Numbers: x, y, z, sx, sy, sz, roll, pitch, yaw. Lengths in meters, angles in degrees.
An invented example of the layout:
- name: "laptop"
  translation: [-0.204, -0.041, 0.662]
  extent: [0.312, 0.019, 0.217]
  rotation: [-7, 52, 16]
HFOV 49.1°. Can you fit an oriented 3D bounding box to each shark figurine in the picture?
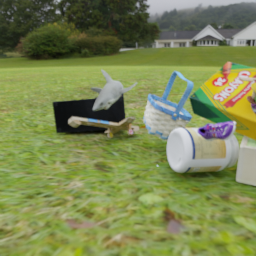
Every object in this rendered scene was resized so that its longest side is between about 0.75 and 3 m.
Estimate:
- name: "shark figurine"
  translation: [-0.479, -1.027, 6.827]
  extent: [1.148, 0.802, 1.922]
  rotation: [-37, 11, 3]

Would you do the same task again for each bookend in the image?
- name: "bookend"
  translation: [-1.460, -0.759, 11.843]
  extent: [2.688, 1.246, 2.705]
  rotation: [-4, 12, 1]

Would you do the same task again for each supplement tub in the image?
- name: "supplement tub"
  translation: [1.947, 0.582, 7.379]
  extent: [1.594, 1.151, 1.151]
  rotation: [1, 15, -18]

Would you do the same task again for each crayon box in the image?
- name: "crayon box"
  translation: [3.281, -0.689, 7.315]
  extent: [1.805, 0.722, 2.843]
  rotation: [-41, 42, -17]

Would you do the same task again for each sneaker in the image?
- name: "sneaker"
  translation: [1.940, 0.066, 6.244]
  extent: [0.419, 0.405, 1.005]
  rotation: [25, -24, -23]

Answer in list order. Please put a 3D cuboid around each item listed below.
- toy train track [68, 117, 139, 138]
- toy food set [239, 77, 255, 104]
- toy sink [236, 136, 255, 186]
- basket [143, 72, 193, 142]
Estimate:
- name: "toy train track"
  translation: [-0.765, 0.041, 9.832]
  extent: [2.731, 0.444, 1.567]
  rotation: [9, -26, -35]
- name: "toy food set"
  translation: [3.170, -0.669, 6.490]
  extent: [0.776, 0.431, 1.319]
  rotation: [-6, 41, -29]
- name: "toy sink"
  translation: [3.785, 0.835, 6.970]
  extent: [1.879, 1.053, 1.225]
  rotation: [9, 20, 26]
- name: "basket"
  translation: [1.313, -0.721, 8.867]
  extent: [1.380, 1.984, 1.750]
  rotation: [16, 21, -11]
